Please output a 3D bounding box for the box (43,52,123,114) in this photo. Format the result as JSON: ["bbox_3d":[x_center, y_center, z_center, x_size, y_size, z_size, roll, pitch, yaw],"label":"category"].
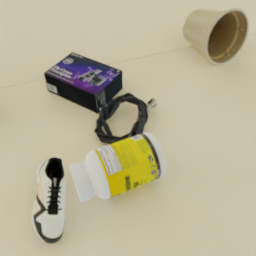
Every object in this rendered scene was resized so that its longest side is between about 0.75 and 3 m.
[{"bbox_3d":[-1.594,-1.705,10.208,2.326,0.917,1.642,24,50,20],"label":"box"}]

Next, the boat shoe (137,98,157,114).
[{"bbox_3d":[0.616,-0.722,9.535,0.844,0.289,0.316,-37,32,-28],"label":"boat shoe"}]

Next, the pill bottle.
[{"bbox_3d":[-0.292,1.070,7.396,2.326,1.308,1.308,-19,51,-15],"label":"pill bottle"}]

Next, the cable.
[{"bbox_3d":[-0.211,-0.281,9.099,1.628,0.507,1.995,6,62,17],"label":"cable"}]

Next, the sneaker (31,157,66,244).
[{"bbox_3d":[-1.913,1.691,6.868,0.788,0.855,2.138,3,62,-28],"label":"sneaker"}]

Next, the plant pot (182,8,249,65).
[{"bbox_3d":[3.443,-4.003,11.669,2.192,2.192,2.007,-22,40,-19],"label":"plant pot"}]
